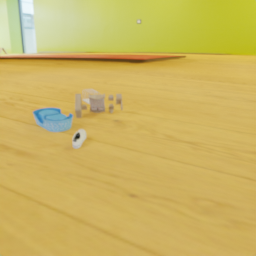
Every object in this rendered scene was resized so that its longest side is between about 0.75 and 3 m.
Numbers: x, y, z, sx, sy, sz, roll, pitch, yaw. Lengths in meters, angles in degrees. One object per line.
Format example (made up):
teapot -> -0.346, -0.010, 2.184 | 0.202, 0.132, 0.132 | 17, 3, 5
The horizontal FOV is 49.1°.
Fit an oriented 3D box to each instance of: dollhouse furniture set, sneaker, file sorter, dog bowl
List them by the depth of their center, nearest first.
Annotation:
sneaker -> -1.608, 0.277, 9.290 | 0.363, 0.352, 0.995 | 4, 31, 0
dog bowl -> -2.972, -0.327, 11.069 | 1.127, 0.501, 2.022 | -16, 24, -38
dollhouse furniture set -> -1.275, -0.866, 12.339 | 2.004, 1.039, 0.887 | -2, 59, -5
file sorter -> -1.939, -1.654, 14.718 | 0.663, 0.595, 0.955 | -11, 23, -27
